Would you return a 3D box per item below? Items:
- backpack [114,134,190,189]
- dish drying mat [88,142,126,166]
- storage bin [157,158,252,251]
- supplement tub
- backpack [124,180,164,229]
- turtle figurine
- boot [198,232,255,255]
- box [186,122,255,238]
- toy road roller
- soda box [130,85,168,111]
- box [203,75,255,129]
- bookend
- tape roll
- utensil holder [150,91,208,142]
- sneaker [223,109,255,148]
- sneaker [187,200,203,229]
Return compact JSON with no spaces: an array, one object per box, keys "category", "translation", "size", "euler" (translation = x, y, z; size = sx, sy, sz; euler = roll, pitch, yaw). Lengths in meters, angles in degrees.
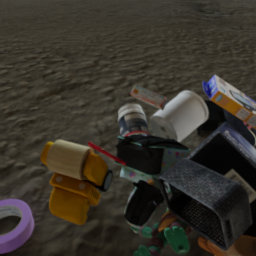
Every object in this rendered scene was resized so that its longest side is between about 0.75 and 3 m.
[{"category":"backpack","translation":[0.890,1.077,9.262],"size":[2.231,1.710,1.961],"euler":[-3,8,-45]},{"category":"dish drying mat","translation":[-0.583,0.724,7.791],"size":[0.447,1.165,0.106],"euler":[18,77,59]},{"category":"storage bin","translation":[1.638,1.599,6.167],"size":[0.853,1.230,1.820],"euler":[-33,31,-22]},{"category":"supplement tub","translation":[0.218,-0.029,11.313],"size":[1.142,1.142,1.627],"euler":[-6,57,-8]},{"category":"backpack","translation":[0.412,2.140,7.624],"size":[0.992,0.753,1.189],"euler":[23,70,23]},{"category":"turtle figurine","translation":[1.021,2.448,7.449],"size":[1.403,2.086,2.787],"euler":[33,15,3]},{"category":"boot","translation":[2.908,2.998,6.840],"size":[2.075,1.605,0.764],"euler":[24,65,-9]},{"category":"box","translation":[3.134,1.329,8.132],"size":[2.622,1.616,2.600],"euler":[47,21,11]},{"category":"toy road roller","translation":[-1.646,1.750,8.502],"size":[1.640,2.669,1.948],"euler":[13,65,16]},{"category":"soda box","translation":[0.650,-0.949,8.742],"size":[1.141,0.390,0.363],"euler":[27,86,24]},{"category":"box","translation":[3.395,-0.897,9.050],"size":[2.191,0.454,1.304],"euler":[32,32,-9]},{"category":"bookend","translation":[4.037,-0.473,12.961],"size":[1.757,0.809,1.746],"euler":[2,38,2]},{"category":"tape roll","translation":[-3.747,2.967,8.560],"size":[1.590,0.522,1.590],"euler":[0,36,0]},{"category":"utensil holder","translation":[2.018,-0.380,11.278],"size":[1.851,1.573,1.573],"euler":[-36,48,-25]},{"category":"sneaker","translation":[4.177,-0.209,10.150],"size":[0.855,0.731,2.085],"euler":[0,62,-34]},{"category":"sneaker","translation":[1.932,2.868,8.597],"size":[0.572,0.502,1.427],"euler":[30,54,16]}]
